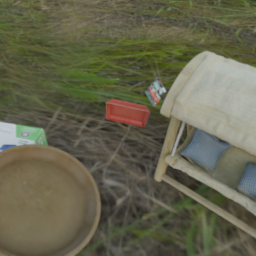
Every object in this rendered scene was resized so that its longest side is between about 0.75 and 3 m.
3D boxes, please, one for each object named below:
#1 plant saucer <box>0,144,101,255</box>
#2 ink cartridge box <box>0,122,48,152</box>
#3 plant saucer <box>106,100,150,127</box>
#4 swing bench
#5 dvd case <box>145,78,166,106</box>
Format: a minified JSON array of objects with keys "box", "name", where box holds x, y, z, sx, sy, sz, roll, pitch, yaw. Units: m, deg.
[{"box":[-1.779,1.451,5.593,2.549,0.375,2.549,19,45,-19],"name":"plant saucer"},{"box":[-3.060,0.879,6.606,1.522,0.917,2.095,9,43,10],"name":"ink cartridge box"},{"box":[-0.022,-0.383,7.068,1.054,1.056,0.194,12,70,0],"name":"plant saucer"},{"box":[2.244,0.326,5.736,2.858,2.873,1.864,28,47,31],"name":"swing bench"},{"box":[0.862,-1.120,8.701,0.083,0.554,0.759,1,45,47],"name":"dvd case"}]
